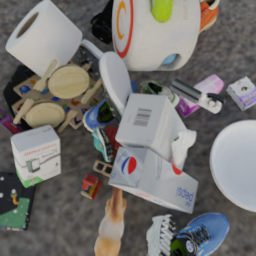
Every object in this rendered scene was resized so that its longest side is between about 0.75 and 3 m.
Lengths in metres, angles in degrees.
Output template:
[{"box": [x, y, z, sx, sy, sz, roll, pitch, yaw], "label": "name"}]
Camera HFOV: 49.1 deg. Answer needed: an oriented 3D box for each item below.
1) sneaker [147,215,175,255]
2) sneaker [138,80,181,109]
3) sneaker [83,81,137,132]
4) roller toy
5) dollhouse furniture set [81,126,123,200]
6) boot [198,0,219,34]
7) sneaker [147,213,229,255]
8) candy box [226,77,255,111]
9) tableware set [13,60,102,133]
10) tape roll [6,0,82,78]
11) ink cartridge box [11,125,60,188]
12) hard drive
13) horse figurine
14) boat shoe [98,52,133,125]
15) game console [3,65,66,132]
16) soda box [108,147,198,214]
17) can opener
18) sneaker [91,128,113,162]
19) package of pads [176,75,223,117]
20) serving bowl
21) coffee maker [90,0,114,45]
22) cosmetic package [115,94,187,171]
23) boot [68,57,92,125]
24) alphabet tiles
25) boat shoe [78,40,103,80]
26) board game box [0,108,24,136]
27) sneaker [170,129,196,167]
[{"box": [0.596, 2.384, 5.764, 0.504, 0.467, 1.243, -6, 41, 32], "label": "sneaker"}, {"box": [0.864, -1.292, 9.148, 0.806, 0.929, 2.096, -45, 37, -3], "label": "sneaker"}, {"box": [-0.360, -0.743, 8.879, 0.904, 1.026, 2.301, 51, 59, -17], "label": "sneaker"}, {"box": [0.766, -3.030, 8.178, 2.031, 2.651, 2.906, -4, 37, -18], "label": "roller toy"}, {"box": [-0.627, 1.145, 8.542, 0.874, 1.156, 2.148, 22, 70, 6], "label": "dollhouse furniture set"}, {"box": [2.467, -4.054, 10.587, 0.958, 1.369, 2.553, 43, 75, 14], "label": "boot"}, {"box": [1.735, 3.224, 7.652, 2.679, 1.194, 1.052, -29, 71, -14], "label": "sneaker"}, {"box": [4.129, -1.221, 9.946, 0.817, 0.348, 0.974, -27, 71, -11], "label": "candy box"}, {"box": [-1.975, -0.862, 7.619, 2.367, 1.565, 0.474, -46, 50, 27], "label": "tableware set"}, {"box": [-2.479, -2.600, 8.310, 1.903, 1.307, 1.903, -26, 43, 27], "label": "tape roll"}, {"box": [-2.603, 0.821, 8.028, 1.152, 1.579, 0.663, -21, 52, -30], "label": "ink cartridge box"}, {"box": [-3.502, 2.224, 8.543, 1.177, 0.319, 1.685, 4, 67, 2], "label": "hard drive"}, {"box": [-0.513, 2.702, 7.471, 0.706, 1.873, 2.827, 16, 69, -2], "label": "horse figurine"}, {"box": [-0.317, -0.882, 7.588, 0.706, 2.495, 0.856, 5, 48, 31], "label": "boat shoe"}, {"box": [-2.792, -0.888, 9.497, 2.182, 1.444, 2.481, -41, 71, 32], "label": "game console"}, {"box": [0.812, 1.458, 7.479, 0.921, 2.904, 0.991, 1, 66, 40], "label": "soda box"}, {"box": [1.518, -0.725, 6.212, 1.233, 0.325, 0.410, 29, 48, 13], "label": "can opener"}, {"box": [-0.738, 0.512, 8.027, 0.415, 0.404, 1.043, -31, 72, 25], "label": "sneaker"}, {"box": [2.425, -1.096, 9.572, 1.566, 0.943, 0.592, -32, 71, -13], "label": "package of pads"}, {"box": [3.831, 1.208, 8.621, 2.811, 0.925, 2.811, 0, 67, -1], "label": "serving bowl"}, {"box": [-0.522, -4.015, 10.294, 1.493, 1.047, 1.555, 19, 76, 55], "label": "coffee maker"}, {"box": [0.848, 0.283, 7.968, 1.114, 2.627, 1.413, 8, 68, 28], "label": "cosmetic package"}, {"box": [-1.924, -1.419, 9.781, 1.597, 0.828, 2.444, -22, 68, -9], "label": "boot"}, {"box": [-2.161, -0.970, 8.904, 2.221, 0.100, 2.657, 42, 59, 5], "label": "alphabet tiles"}, {"box": [-1.143, -2.021, 8.777, 0.783, 0.826, 2.363, -39, 49, -5], "label": "boat shoe"}, {"box": [-4.153, -0.745, 8.231, 0.432, 2.678, 1.607, -43, 52, -12], "label": "board game box"}, {"box": [1.316, 0.496, 7.287, 0.483, 1.205, 0.424, 19, 34, -3], "label": "sneaker"}]
